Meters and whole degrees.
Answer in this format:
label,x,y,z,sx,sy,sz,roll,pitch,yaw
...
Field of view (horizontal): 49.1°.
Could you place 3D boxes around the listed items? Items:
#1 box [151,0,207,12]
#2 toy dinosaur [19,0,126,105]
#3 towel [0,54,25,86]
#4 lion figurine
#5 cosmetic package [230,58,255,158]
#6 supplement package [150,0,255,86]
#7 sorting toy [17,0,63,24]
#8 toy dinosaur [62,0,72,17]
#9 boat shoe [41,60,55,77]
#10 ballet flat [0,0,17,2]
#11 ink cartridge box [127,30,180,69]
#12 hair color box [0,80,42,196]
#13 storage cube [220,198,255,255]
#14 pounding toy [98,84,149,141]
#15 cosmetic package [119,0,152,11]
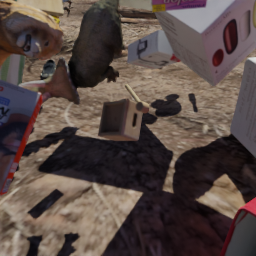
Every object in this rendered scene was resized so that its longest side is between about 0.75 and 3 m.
label,x,y,z,sx,sy,sz,roll,pitch,yaw
box,0.677,-2.041,3.715,0.780,0.887,0.429,-2,71,7
toy dinosaur,-0.492,-1.365,4.605,1.065,2.767,1.415,36,15,-3
towel,-2.522,-1.442,5.590,0.334,1.622,2.174,12,13,-3
lion figurine,-2.042,-1.083,3.992,1.410,0.834,2.302,15,-25,-42
cosmetic package,4.125,-0.269,6.422,2.166,2.180,2.605,-6,31,-10
supplement package,1.693,-2.120,5.343,1.715,1.793,1.319,-44,59,4
sorting toy,-2.286,-3.129,7.260,1.098,0.385,2.278,1,49,-21
toy dinosaur,-2.608,-4.193,9.503,1.282,0.742,1.412,13,54,-17
boat shoe,-3.372,-2.519,11.880,0.533,0.445,1.429,0,32,-3
ballet flat,-2.988,-4.256,8.570,2.705,0.971,0.971,-26,34,-1
ink cartridge box,0.789,-2.139,7.880,1.043,0.599,1.436,5,-4,-33
hair color box,-1.838,0.098,3.866,0.814,1.467,0.469,19,-12,-10
storage cube,2.298,1.774,3.177,1.923,2.139,1.828,-15,33,-35
pounding toy,0.035,-0.235,4.449,0.435,0.835,0.950,18,-14,-41
cosmetic package,0.661,-4.141,7.539,2.881,1.489,1.257,14,-5,14
